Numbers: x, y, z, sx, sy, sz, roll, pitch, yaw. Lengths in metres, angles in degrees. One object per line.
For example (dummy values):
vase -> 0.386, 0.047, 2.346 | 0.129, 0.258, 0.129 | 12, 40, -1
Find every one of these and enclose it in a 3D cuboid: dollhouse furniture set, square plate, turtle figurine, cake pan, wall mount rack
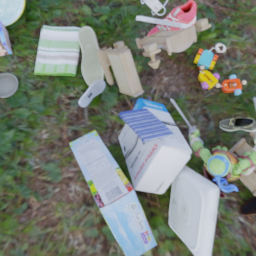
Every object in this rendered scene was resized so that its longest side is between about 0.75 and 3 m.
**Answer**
dollhouse furniture set -> 4.439, 1.474, 9.098 | 2.759, 1.347, 2.353 | -43, 63, 6
square plate -> 1.583, 2.172, 7.401 | 0.298, 2.074, 2.093 | 1, 100, -18
turtle figurine -> 2.809, 0.406, 7.777 | 2.002, 2.697, 2.782 | -22, 70, 20
dollhouse furniture set -> 0.869, -2.364, 9.293 | 2.950, 1.441, 2.516 | -30, 29, -20
cake pan -> -4.697, -1.582, 10.652 | 1.056, 0.194, 1.056 | 0, 66, 0
wall mount rack -> 0.880, -3.956, 8.585 | 0.825, 0.949, 0.354 | -33, 46, 30

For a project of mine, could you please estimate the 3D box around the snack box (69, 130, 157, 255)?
snack box -> -0.457, 1.695, 7.453 | 0.921, 2.294, 2.720 | -28, 37, -11

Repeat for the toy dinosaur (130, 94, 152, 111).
toy dinosaur -> 0.496, -0.952, 10.221 | 0.784, 0.864, 0.454 | 4, 39, -41

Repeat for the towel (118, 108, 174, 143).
towel -> 0.428, -0.090, 7.187 | 0.927, 0.153, 1.280 | -12, 40, -29

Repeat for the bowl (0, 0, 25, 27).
bowl -> -5.390, -5.486, 11.583 | 2.435, 2.435, 1.310 | -7, 23, -3

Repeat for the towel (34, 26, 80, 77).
towel -> -2.803, -3.122, 11.240 | 1.698, 0.349, 2.277 | 1, 67, 1

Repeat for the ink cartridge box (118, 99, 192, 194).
ink cartridge box -> 0.665, 0.499, 8.324 | 0.988, 1.710, 2.343 | 14, 31, -24

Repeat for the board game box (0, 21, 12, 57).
board game box -> -5.557, -3.423, 11.163 | 1.471, 0.713, 1.173 | -18, 68, -7

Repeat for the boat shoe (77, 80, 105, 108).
boat shoe -> -1.339, -1.218, 10.033 | 0.451, 0.427, 1.289 | 44, 70, -24

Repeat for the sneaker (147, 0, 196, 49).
sneaker -> 1.731, -4.269, 11.297 | 2.651, 1.150, 0.977 | -40, 72, -15

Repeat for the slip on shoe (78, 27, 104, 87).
slip on shoe -> -1.395, -2.678, 10.835 | 0.898, 0.742, 2.424 | -13, 80, 6

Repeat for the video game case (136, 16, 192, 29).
video game case -> 1.293, -3.806, 10.148 | 1.944, 1.390, 0.170 | 8, 111, -6

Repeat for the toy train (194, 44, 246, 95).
toy train -> 3.381, -2.087, 10.688 | 1.643, 0.608, 2.187 | -12, 70, -7

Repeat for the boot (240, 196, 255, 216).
boot -> 4.437, 2.461, 8.636 | 1.788, 0.867, 0.668 | -29, 33, 22

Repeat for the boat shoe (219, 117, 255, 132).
boat shoe -> 3.108, -0.128, 7.989 | 1.112, 0.332, 0.397 | 6, 60, 44
